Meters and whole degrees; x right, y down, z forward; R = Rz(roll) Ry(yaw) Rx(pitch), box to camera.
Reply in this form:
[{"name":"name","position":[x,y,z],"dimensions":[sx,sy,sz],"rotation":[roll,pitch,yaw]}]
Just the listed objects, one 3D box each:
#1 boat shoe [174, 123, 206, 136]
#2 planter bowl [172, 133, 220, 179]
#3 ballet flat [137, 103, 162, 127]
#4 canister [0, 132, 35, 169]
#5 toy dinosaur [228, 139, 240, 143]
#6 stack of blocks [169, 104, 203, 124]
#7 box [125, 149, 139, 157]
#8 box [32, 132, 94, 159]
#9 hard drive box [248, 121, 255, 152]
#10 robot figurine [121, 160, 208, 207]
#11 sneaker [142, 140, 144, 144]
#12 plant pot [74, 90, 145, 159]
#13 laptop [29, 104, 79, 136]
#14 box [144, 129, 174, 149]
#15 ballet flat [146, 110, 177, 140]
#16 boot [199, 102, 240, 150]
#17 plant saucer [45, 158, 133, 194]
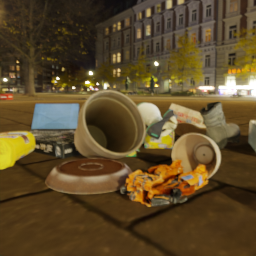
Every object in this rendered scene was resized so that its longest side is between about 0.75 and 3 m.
[{"name":"boat shoe","position":[3.395,0.143,14.211],"dimensions":[2.166,0.798,0.749],"rotation":[11,12,4]},{"name":"planter bowl","position":[2.077,0.820,8.104],"dimensions":[1.350,1.350,0.909],"rotation":[7,5,37]},{"name":"ballet flat","position":[1.262,-0.325,13.405],"dimensions":[1.010,1.010,2.910],"rotation":[4,-16,26]},{"name":"canister","position":[-4.399,0.717,9.774],"dimensions":[1.662,0.969,2.238],"rotation":[-4,7,2]},{"name":"toy dinosaur","position":[4.702,0.529,13.056],"dimensions":[1.692,0.402,0.746],"rotation":[-18,21,-34]},{"name":"stack of blocks","position":[3.102,-0.488,15.311],"dimensions":[1.867,1.075,0.547],"rotation":[21,46,15]},{"name":"box","position":[-0.137,0.925,10.816],"dimensions":[1.115,0.270,0.654],"rotation":[-2,8,-2]},{"name":"box","position":[-2.786,0.644,11.676],"dimensions":[2.466,0.537,1.976],"rotation":[6,11,34]},{"name":"hard drive box","position":[6.225,0.430,11.283],"dimensions":[2.181,1.075,2.799],"rotation":[2,9,15]},{"name":"robot figurine","position":[0.891,1.324,6.940],"dimensions":[2.204,0.641,1.598],"rotation":[-8,10,-41]},{"name":"sneaker","position":[0.483,0.390,13.184],"dimensions":[0.328,0.591,0.844],"rotation":[-8,12,-43]},{"name":"plant pot","position":[-0.881,0.139,9.731],"dimensions":[2.302,2.302,1.997],"rotation":[-6,-18,-34]},{"name":"laptop","position":[-4.163,-0.421,15.143],"dimensions":[2.601,1.610,2.778],"rotation":[0,9,1]},{"name":"box","position":[1.394,0.435,12.360],"dimensions":[1.225,0.747,1.180],"rotation":[1,9,11]},{"name":"ballet flat","position":[1.557,-0.091,11.600],"dimensions":[0.778,0.778,2.130],"rotation":[6,26,35]},{"name":"boot","position":[4.072,-0.304,12.195],"dimensions":[0.965,1.862,2.850],"rotation":[-2,14,40]},{"name":"plant saucer","position":[-1.059,1.269,8.022],"dimensions":[2.527,0.405,2.527],"rotation":[1,8,0]}]
